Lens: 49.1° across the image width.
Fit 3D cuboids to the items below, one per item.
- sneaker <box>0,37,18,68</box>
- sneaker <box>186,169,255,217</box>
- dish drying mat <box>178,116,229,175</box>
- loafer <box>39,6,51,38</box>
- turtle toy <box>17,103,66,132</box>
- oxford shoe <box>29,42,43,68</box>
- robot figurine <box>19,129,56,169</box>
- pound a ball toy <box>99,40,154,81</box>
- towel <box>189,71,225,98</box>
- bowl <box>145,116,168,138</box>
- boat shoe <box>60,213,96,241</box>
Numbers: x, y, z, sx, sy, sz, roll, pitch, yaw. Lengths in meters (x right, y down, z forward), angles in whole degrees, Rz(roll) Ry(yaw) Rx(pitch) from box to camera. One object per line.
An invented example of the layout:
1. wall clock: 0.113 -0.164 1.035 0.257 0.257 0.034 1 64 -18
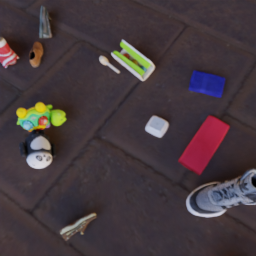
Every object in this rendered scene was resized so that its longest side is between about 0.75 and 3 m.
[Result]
1. sneaker: -5.744 -3.387 12.516 2.205 1.240 0.785 23 63 45
2. sneaker: 3.342 2.032 9.007 2.878 1.638 1.086 -11 63 -6
3. dish drying mat: 2.881 0.605 10.567 0.924 0.219 2.407 34 68 12
4. loafer: -3.951 -5.028 13.440 0.565 0.645 1.796 3 68 -19
5. turtle toy: -3.293 -0.357 10.609 1.793 1.307 0.906 -17 83 -9
6. oxford shoe: -4.147 -3.395 12.533 0.490 0.490 1.375 -9 60 8
7. robot figurine: -3.241 0.755 10.114 1.068 0.887 1.421 -16 63 -1
8. pound a ball toy: -0.058 -2.774 12.153 2.061 0.876 1.344 42 95 19
9. towel: 3.310 -1.830 11.831 1.387 0.344 1.024 15 66 10
10. bowl: 1.133 -0.095 10.919 0.770 0.288 0.771 28 64 13
11. boat shoe: -1.557 3.223 9.103 1.255 0.463 0.464 -27 78 -7
